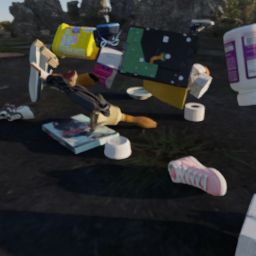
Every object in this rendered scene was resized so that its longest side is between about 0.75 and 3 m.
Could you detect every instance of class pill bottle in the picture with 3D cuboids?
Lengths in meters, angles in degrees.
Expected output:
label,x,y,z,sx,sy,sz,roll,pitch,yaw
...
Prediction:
label,x,y,z,sx,sy,sz,roll,pitch,yaw
pill bottle,4.073,-2.044,9.380,1.397,2.489,1.397,-10,6,1
pill bottle,2.746,-2.181,11.933,0.977,0.977,1.840,19,28,36

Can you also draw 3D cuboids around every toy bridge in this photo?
label,x,y,z,sx,sy,sz,roll,pitch,yaw
toy bridge,-2.725,-2.496,9.537,0.553,0.224,1.644,33,12,-50

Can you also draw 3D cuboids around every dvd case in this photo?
label,x,y,z,sx,sy,sz,roll,pitch,yaw
dvd case,-2.090,0.166,11.975,2.101,0.317,2.878,-19,31,-36

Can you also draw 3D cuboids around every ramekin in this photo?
label,x,y,z,sx,sy,sz,roll,pitch,yaw
ramekin,-0.405,0.709,10.495,0.991,0.520,0.991,0,24,0

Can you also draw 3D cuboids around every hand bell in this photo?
label,x,y,z,sx,sy,sz,roll,pitch,yaw
hand bell,-0.072,-0.400,12.187,2.892,1.506,1.506,12,19,-21

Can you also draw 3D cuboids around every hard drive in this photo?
label,x,y,z,sx,sy,sz,roll,pitch,yaw
hard drive,1.042,-2.511,9.852,2.565,1.792,0.485,14,-1,15

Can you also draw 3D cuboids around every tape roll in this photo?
label,x,y,z,sx,sy,sz,roll,pitch,yaw
tape roll,3.224,-0.768,13.687,0.906,0.622,0.906,0,24,0

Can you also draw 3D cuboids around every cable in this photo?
label,x,y,z,sx,sy,sz,roll,pitch,yaw
cable,-1.433,-1.003,8.301,2.147,0.545,1.752,28,5,1

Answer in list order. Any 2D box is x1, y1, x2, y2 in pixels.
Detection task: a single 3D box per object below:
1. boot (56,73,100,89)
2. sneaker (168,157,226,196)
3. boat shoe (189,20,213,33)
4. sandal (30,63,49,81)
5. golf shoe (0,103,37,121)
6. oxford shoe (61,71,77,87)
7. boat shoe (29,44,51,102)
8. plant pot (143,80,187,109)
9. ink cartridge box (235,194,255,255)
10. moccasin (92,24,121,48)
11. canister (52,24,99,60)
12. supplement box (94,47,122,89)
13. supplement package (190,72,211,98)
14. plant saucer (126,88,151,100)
label,x,y,z,sx,sy,sz,roll,pitch,yaw
boot,-2.223,-2.069,11.826,1.363,0.670,1.904,-15,-11,34
sneaker,1.927,1.499,8.427,1.059,0.762,2.026,-7,19,-21
boat shoe,2.749,-3.810,10.575,0.352,0.437,0.943,6,13,-43
sandal,-2.694,-1.647,8.581,0.317,0.828,0.237,-7,49,60
golf shoe,-5.320,-0.620,13.460,1.988,0.767,0.876,5,41,22
oxford shoe,-1.117,-0.960,5.543,0.265,0.281,0.751,-33,22,-10
boat shoe,-3.692,-2.312,11.789,0.781,2.526,0.946,5,-13,-40
plant pot,1.687,-2.329,11.684,1.835,2.080,2.080,14,64,11
ink cartridge box,3.003,2.341,6.093,0.947,0.951,1.297,16,38,30
moccasin,-0.512,-2.223,6.858,0.601,0.509,1.494,-7,13,-12
canister,-2.278,-3.806,12.516,1.937,1.439,0.838,14,-7,26
supplement box,-0.985,-2.720,12.780,0.953,0.973,1.883,19,-21,-7
supplement package,2.746,-1.609,10.631,0.417,0.752,0.585,39,66,17
plant saucer,0.708,-2.011,16.752,1.608,0.404,1.608,-1,24,0
